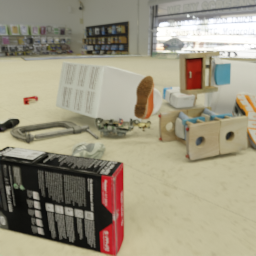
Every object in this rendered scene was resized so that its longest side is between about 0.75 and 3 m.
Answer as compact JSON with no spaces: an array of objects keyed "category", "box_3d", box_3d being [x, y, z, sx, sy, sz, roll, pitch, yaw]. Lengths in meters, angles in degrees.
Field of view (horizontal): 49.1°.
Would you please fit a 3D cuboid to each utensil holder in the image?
[{"category":"utensil holder","box_3d":[5.144,-1.722,12.567,2.960,2.515,2.515,7,20,8]}]

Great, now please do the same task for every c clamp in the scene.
[{"category":"c clamp","box_3d":[-2.876,0.097,10.547,2.872,0.389,2.453,-8,21,-25]}]

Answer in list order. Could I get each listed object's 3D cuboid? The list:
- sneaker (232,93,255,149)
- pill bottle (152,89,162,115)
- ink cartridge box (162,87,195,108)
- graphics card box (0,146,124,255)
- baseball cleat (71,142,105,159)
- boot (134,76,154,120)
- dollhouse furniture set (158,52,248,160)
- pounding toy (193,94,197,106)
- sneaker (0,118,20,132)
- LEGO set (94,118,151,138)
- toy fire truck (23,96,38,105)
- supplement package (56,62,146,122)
[{"category":"sneaker","box_3d":[4.405,-0.129,9.989,1.021,1.007,2.608,7,45,-4]},{"category":"pill bottle","box_3d":[0.521,-1.470,13.729,1.304,1.304,2.281,-10,21,-27]},{"category":"ink cartridge box","box_3d":[2.579,-1.593,14.461,1.050,0.606,1.448,-6,29,-22]},{"category":"graphics card box","box_3d":[-1.313,1.287,5.173,2.519,1.580,0.641,5,20,16]},{"category":"baseball cleat","box_3d":[-1.401,0.842,8.202,0.969,0.635,1.822,2,8,24]},{"category":"boot","box_3d":[0.662,-1.032,9.908,0.578,1.541,0.826,12,-2,31]},{"category":"dollhouse furniture set","box_3d":[2.294,-0.855,8.992,2.100,2.997,2.112,-9,16,-17]},{"category":"pounding toy","box_3d":[3.390,-1.611,14.688,0.478,0.918,1.045,1,17,-21]},{"category":"sneaker","box_3d":[-4.834,-0.025,10.990,1.192,0.451,0.522,-17,34,-24]},{"category":"LEGO set","box_3d":[-0.360,0.056,9.869,1.651,0.720,2.542,5,-1,-21]},{"category":"toy fire truck","box_3d":[-5.414,-1.538,15.547,0.775,0.268,1.099,16,24,38]},{"category":"supplement package","box_3d":[-1.096,-1.515,11.872,2.734,2.010,2.614,17,9,41]}]
